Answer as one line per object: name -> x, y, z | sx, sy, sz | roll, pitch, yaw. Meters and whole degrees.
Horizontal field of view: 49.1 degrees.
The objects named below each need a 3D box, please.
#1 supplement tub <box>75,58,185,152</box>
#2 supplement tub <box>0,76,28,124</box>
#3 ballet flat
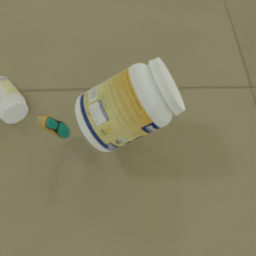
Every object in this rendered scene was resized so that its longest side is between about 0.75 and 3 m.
supplement tub -> 0.065, -0.674, 8.439 | 2.814, 2.032, 2.032 | -26, 60, 19
supplement tub -> -4.268, -0.960, 9.739 | 1.073, 1.073, 1.480 | -36, 67, -19
ballet flat -> -2.371, -0.052, 8.887 | 0.478, 1.517, 0.521 | 9, 73, 19
